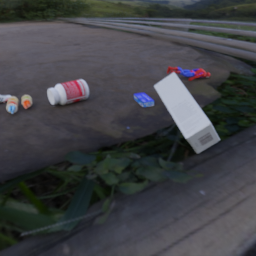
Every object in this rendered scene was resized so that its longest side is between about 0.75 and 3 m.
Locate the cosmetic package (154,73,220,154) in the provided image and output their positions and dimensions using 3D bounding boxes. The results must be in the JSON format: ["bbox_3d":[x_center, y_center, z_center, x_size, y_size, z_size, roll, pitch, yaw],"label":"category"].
[{"bbox_3d":[1.972,-0.543,9.633,0.921,1.311,2.586,-33,51,12],"label":"cosmetic package"}]

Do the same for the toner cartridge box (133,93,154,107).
[{"bbox_3d":[0.742,-1.358,13.586,0.570,0.259,1.199,-11,29,-17],"label":"toner cartridge box"}]

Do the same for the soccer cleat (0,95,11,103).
[{"bbox_3d":[-6.154,-1.429,13.477,0.393,0.487,1.144,18,33,31],"label":"soccer cleat"}]

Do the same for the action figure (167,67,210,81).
[{"bbox_3d":[3.698,-3.233,16.796,2.671,0.690,0.874,-1,33,-13],"label":"action figure"}]

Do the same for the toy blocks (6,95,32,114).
[{"bbox_3d":[-4.932,-1.024,12.717,1.087,0.474,1.304,-9,29,-15],"label":"toy blocks"}]

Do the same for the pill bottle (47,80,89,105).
[{"bbox_3d":[-2.865,-1.667,13.376,1.782,1.001,1.001,-19,33,-34],"label":"pill bottle"}]
